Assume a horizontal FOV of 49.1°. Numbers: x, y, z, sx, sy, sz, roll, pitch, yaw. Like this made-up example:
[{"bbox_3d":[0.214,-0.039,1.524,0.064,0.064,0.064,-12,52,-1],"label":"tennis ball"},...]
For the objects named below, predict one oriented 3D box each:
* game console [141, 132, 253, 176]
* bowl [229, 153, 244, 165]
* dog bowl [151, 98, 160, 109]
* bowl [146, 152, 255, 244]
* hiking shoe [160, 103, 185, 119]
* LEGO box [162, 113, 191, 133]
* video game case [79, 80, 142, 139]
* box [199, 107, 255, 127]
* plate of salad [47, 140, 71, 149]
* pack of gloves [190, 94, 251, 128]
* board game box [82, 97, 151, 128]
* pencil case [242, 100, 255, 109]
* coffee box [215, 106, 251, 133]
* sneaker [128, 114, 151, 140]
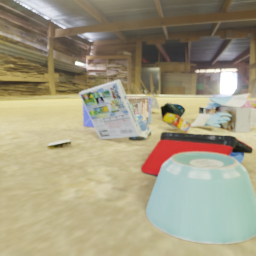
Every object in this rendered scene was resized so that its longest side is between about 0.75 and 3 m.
[{"bbox_3d":[1.414,0.658,5.783,1.725,1.024,1.486,4,-13,46],"label":"game console"},{"bbox_3d":[1.642,0.638,6.440,1.910,0.375,1.910,0,8,0],"label":"bowl"},{"bbox_3d":[0.794,-1.506,18.523,2.579,0.756,2.579,-5,1,0],"label":"dog bowl"},{"bbox_3d":[1.011,0.810,3.837,1.543,0.807,1.543,-1,8,0],"label":"bowl"},{"bbox_3d":[2.435,-0.925,14.464,1.143,0.981,2.637,-12,10,-4],"label":"hiking shoe"},{"bbox_3d":[1.902,-0.209,11.103,0.735,0.381,0.987,32,-2,-19],"label":"LEGO box"},{"bbox_3d":[-0.589,-0.473,8.602,1.877,1.711,0.207,-7,22,47],"label":"video game case"},{"bbox_3d":[4.772,-0.576,13.342,1.482,0.764,2.540,-5,10,-30],"label":"box"},{"bbox_3d":[-1.978,0.481,8.108,0.761,0.183,0.761,-12,-1,0],"label":"plate of salad"},{"bbox_3d":[3.595,-0.795,11.477,1.845,0.433,2.196,-47,17,-15],"label":"pack of gloves"},{"bbox_3d":[-0.449,-0.727,12.683,2.051,1.246,2.573,6,11,33],"label":"board game box"},{"bbox_3d":[6.676,-0.894,14.216,2.692,1.177,1.177,-3,9,-18],"label":"pencil case"},{"bbox_3d":[4.269,-0.395,11.538,0.666,0.955,1.671,-2,7,-10],"label":"coffee box"},{"bbox_3d":[0.431,-0.107,10.033,0.799,0.813,2.112,-1,6,3],"label":"sneaker"}]
